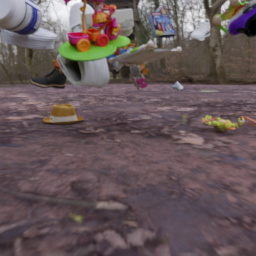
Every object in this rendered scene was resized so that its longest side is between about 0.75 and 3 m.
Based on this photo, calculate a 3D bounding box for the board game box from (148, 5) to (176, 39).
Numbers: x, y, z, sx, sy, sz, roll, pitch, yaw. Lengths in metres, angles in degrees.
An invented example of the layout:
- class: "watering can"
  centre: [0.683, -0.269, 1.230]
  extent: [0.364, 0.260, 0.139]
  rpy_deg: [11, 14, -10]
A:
- class: "board game box"
  centre: [1.165, -3.948, 10.408]
  extent: [1.163, 1.163, 0.359]
  rpy_deg: [-17, 2, -41]

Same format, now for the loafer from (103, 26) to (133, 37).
- class: "loafer"
  centre: [-0.762, -3.454, 10.376]
  extent: [2.343, 0.800, 0.886]
  rpy_deg: [2, 55, 33]

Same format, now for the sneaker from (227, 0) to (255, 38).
- class: "sneaker"
  centre: [3.077, -2.651, 7.311]
  extent: [0.509, 0.728, 1.463]
  rpy_deg: [-6, -8, -7]

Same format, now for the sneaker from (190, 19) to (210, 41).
- class: "sneaker"
  centre: [1.764, -2.385, 6.857]
  extent: [0.356, 0.375, 0.932]
  rpy_deg: [18, 39, 22]

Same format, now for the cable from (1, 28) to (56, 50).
- class: "cable"
  centre: [-3.204, -2.945, 9.062]
  extent: [1.661, 0.575, 1.661]
  rpy_deg: [22, 23, 17]

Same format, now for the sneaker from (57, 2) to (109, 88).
- class: "sneaker"
  centre: [-1.378, -2.421, 7.932]
  extent: [0.959, 2.603, 1.504]
  rpy_deg: [-15, 1, 27]

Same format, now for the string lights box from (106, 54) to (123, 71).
- class: "string lights box"
  centre: [-0.902, -3.229, 11.739]
  extent: [0.515, 1.746, 0.897]
  rpy_deg: [-45, 2, 0]

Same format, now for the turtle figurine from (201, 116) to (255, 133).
- class: "turtle figurine"
  centre: [3.272, -0.121, 9.628]
  extent: [1.804, 0.581, 1.455]
  rpy_deg: [-2, 5, -4]

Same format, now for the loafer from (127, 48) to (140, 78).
- class: "loafer"
  centre: [0.210, -2.325, 10.024]
  extent: [0.381, 1.091, 0.381]
  rpy_deg: [-6, 39, 13]

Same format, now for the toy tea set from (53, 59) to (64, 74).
- class: "toy tea set"
  centre: [-2.193, -2.116, 9.665]
  extent: [0.547, 0.341, 0.920]
  rpy_deg: [2, -13, 12]

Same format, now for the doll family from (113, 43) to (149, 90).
- class: "doll family"
  centre: [0.242, -2.575, 11.076]
  extent: [0.969, 2.149, 1.334]
  rpy_deg: [-37, 28, -7]

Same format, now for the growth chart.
- class: "growth chart"
  centre: [0.520, -2.121, 8.313]
  extent: [1.721, 0.211, 2.378]
  rpy_deg: [-11, 4, 34]

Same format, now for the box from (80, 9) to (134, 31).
- class: "box"
  centre: [-0.579, -2.997, 7.804]
  extent: [1.386, 0.474, 0.570]
  rpy_deg: [-14, 24, -17]

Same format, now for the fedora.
- class: "fedora"
  centre: [-2.727, -0.616, 11.746]
  extent: [1.765, 0.720, 1.765]
  rpy_deg: [0, 11, 0]

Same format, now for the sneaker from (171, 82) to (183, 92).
- class: "sneaker"
  centre: [1.722, -1.398, 9.804]
  extent: [0.305, 0.295, 0.834]
  rpy_deg: [-41, 8, 12]

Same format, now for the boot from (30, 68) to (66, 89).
- class: "boot"
  centre: [-3.567, -2.443, 12.799]
  extent: [1.656, 1.146, 0.642]
  rpy_deg: [-5, 41, -41]

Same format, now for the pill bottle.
- class: "pill bottle"
  centre: [-3.025, -3.058, 7.283]
  extent: [1.045, 1.045, 1.806]
  rpy_deg: [1, 10, 4]

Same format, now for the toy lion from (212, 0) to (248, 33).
- class: "toy lion"
  centre: [3.461, -3.509, 8.910]
  extent: [1.110, 1.158, 0.397]
  rpy_deg: [40, 36, -5]

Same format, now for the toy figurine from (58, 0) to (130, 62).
- class: "toy figurine"
  centre: [-0.797, -2.664, 6.454]
  extent: [1.870, 1.721, 1.404]
  rpy_deg: [-21, 42, -25]
